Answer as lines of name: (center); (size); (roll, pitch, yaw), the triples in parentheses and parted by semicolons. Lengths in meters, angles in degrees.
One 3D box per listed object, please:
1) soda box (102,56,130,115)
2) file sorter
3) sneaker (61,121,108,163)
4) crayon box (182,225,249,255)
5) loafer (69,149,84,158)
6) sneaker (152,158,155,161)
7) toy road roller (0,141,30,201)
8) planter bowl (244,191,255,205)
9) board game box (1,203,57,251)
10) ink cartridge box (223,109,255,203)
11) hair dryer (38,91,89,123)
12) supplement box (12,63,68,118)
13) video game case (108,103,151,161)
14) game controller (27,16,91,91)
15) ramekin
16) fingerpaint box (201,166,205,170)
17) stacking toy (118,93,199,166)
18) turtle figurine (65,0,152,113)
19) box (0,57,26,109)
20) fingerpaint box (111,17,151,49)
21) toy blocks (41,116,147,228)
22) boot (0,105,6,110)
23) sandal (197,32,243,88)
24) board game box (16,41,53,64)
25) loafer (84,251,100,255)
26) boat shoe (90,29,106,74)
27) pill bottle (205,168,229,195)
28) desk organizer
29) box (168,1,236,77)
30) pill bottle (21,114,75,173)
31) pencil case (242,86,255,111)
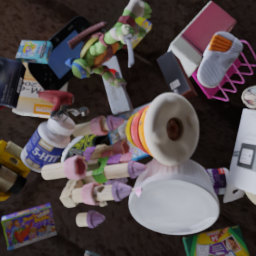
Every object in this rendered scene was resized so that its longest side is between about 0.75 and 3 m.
soda box: (-0.515, -1.590, 10.661); (0.713, 0.666, 2.092); (-16, 84, -2)
file sorter: (3.600, -2.086, 10.199); (1.895, 1.188, 1.317); (-48, 119, -5)
sneaker: (-1.573, 0.749, 10.174); (0.922, 0.812, 2.180); (31, 83, 29)
crayon box: (2.568, 3.706, 7.983); (1.660, 0.484, 1.432); (-12, 63, -1)
loafer: (-1.725, 0.874, 9.148); (0.269, 0.855, 0.307); (-44, 118, -35)
sneaker: (1.504, 1.136, 10.265); (0.936, 0.824, 2.213); (35, 85, 4)
toy road roller: (-3.642, 1.348, 8.071); (1.086, 1.767, 1.290); (38, 109, -24)
planter bowl: (4.696, 2.058, 9.968); (0.960, 1.426, 1.426); (26, 84, 25)
board game box: (-2.748, 2.739, 7.819); (1.304, 0.292, 0.877); (-13, 99, -21)
ink cartridge box: (3.435, 0.855, 7.412); (0.838, 1.455, 2.513); (15, 98, 42)
hair dryer: (-1.770, -0.649, 7.136); (1.419, 1.080, 0.385); (29, 118, 29)
supplement box: (-3.186, -1.690, 10.517); (1.632, 0.952, 2.589); (6, 84, 1)
video game case: (0.607, 0.096, 10.280); (2.644, 0.235, 1.892); (-21, 64, 2)
game controller: (-1.920, -2.256, 8.603); (0.533, 1.320, 2.531); (23, 64, 36)
ramekin: (1.247, 1.833, 7.774); (2.409, 2.409, 1.122); (5, 39, 6)
fingerpaint box: (1.772, 1.867, 9.945); (1.311, 0.576, 1.571); (20, 98, -19)
stacking toy: (0.507, 0.093, 7.730); (1.809, 2.476, 1.809); (3, 85, -37)
turtle figurine: (-0.064, -2.136, 8.092); (2.878, 2.071, 2.791); (18, 63, 35)
box: (-3.556, -1.265, 7.560); (1.217, 0.756, 1.227); (13, 86, -10)
fingerpaint box: (0.116, -3.861, 11.023); (1.051, 0.462, 1.259); (40, 86, 5)
toy blocks: (-0.423, 1.218, 7.628); (2.202, 2.444, 2.616); (-12, 119, 22)
boot: (-5.175, -1.129, 10.716); (1.321, 0.483, 0.995); (-33, 84, -10)
sandal: (2.520, -1.929, 8.212); (0.930, 0.696, 2.428); (37, 61, 2)
board game box: (-2.549, -2.068, 7.623); (0.832, 0.195, 0.628); (3, 63, 5)
loafer: (-0.710, 3.384, 6.995); (0.397, 1.105, 0.348); (7, 63, 45)
boat shoe: (-1.319, -3.071, 10.871); (0.712, 0.582, 1.928); (21, 84, 2)
pill bottle: (2.691, 1.692, 8.794); (1.413, 0.794, 0.794); (-6, 83, 8)
desk organizer: (1.494, -1.543, 8.561); (0.567, 0.609, 1.582); (-32, 59, 25)
box: (2.651, -3.239, 10.454); (1.227, 1.439, 2.251); (41, 85, 4)
pill bottle: (-2.185, 0.388, 7.788); (0.951, 0.951, 1.588); (40, 110, 4)
pencil case: (3.256, -0.708, 7.074); (0.566, 1.265, 0.492); (-1, 87, 29)
